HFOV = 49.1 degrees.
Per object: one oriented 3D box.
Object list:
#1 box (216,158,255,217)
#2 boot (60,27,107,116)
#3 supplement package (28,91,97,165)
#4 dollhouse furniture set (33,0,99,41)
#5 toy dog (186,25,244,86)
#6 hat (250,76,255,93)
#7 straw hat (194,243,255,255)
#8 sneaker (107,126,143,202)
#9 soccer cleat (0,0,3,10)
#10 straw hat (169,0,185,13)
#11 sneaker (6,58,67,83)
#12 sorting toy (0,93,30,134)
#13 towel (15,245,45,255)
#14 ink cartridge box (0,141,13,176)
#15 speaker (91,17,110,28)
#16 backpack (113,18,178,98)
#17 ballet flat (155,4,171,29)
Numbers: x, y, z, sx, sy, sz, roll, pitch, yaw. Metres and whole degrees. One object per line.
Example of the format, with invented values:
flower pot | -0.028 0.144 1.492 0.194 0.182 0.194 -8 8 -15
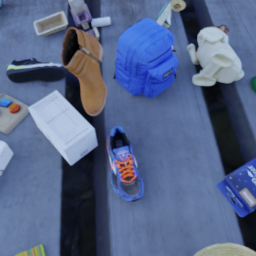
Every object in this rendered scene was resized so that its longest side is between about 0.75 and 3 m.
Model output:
box | 4.200 1.855 9.334 2.197 0.356 1.331 -28 62 -15
boot | -1.289 -1.603 8.317 0.938 1.898 2.445 8 93 15
supplement package | -2.298 -0.025 9.967 1.271 1.224 2.234 -37 65 -20
dollhouse furniture set | -2.948 -4.742 12.436 2.681 1.903 2.125 -21 77 0
toy dog | 3.721 -3.227 11.701 2.468 1.776 2.546 5 57 -12
hat | 5.671 -1.940 11.168 1.101 1.170 1.329 -4 60 -6
straw hat | 2.561 4.349 7.366 2.465 1.043 2.465 0 59 0
sneaker | -0.207 1.125 9.339 1.048 1.091 2.781 -16 59 -8
soccer cleat | -6.810 -5.873 13.742 0.756 0.978 2.337 3 58 2
straw hat | 2.473 -6.097 14.243 0.876 0.371 0.876 -1 60 1
sneaker | -3.848 -2.579 11.732 2.591 0.929 1.073 -2 58 -1
sorting toy | -4.978 -0.389 10.756 1.522 0.274 2.043 28 62 16
towel | -3.226 4.047 8.082 1.699 0.153 0.731 -19 59 -11
ink cartridge box | -5.020 1.308 9.382 1.411 0.815 1.932 16 60 10
speaker | -1.332 -5.143 13.645 0.946 0.384 0.384 -11 59 -7
backpack | 0.807 -2.686 10.795 2.199 2.621 2.129 38 65 21
ballet flat | 1.511 -4.806 13.300 0.837 0.905 2.684 36 68 -6
